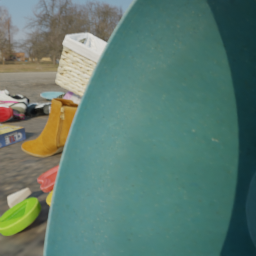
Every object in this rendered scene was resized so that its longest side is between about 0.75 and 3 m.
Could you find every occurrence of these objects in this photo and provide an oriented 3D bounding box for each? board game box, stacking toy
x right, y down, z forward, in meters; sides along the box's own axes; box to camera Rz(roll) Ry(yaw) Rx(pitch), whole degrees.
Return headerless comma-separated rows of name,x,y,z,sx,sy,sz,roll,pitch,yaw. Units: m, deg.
board game box,-3.499,0.273,6.349,1.279,0.327,1.888,6,15,24
stacking toy,-0.987,1.006,3.585,1.117,0.521,1.234,-30,17,-9

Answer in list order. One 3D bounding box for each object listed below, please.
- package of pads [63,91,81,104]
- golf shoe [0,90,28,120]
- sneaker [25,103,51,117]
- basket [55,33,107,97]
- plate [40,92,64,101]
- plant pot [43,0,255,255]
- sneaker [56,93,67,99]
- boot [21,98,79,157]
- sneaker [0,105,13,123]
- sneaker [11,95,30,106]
package of pads,-1.322,-0.688,8.301,0.762,1.213,2.014,42,19,1
golf shoe,-4.161,-0.825,8.984,1.820,0.838,0.661,13,-11,-10
sneaker,-2.970,-0.641,9.829,0.629,0.462,1.391,7,13,36
basket,-0.644,-1.370,7.060,2.003,1.236,1.358,29,26,4
plate,-3.551,-1.516,13.727,1.445,0.185,1.445,6,19,-2
plant pot,0.766,0.402,1.864,1.825,2.709,2.709,19,5,-24
sneaker,-1.904,-0.953,10.916,1.905,0.748,0.849,-2,-7,6
boot,-1.508,-0.011,5.678,1.674,1.198,0.589,6,14,25
sneaker,-4.236,-0.253,8.302,1.488,0.583,0.860,-11,20,9
sneaker,-4.378,-1.147,11.592,0.667,0.578,1.612,-15,21,-38
